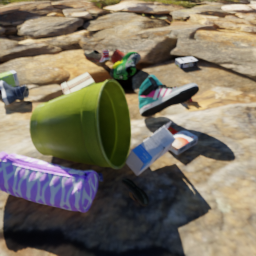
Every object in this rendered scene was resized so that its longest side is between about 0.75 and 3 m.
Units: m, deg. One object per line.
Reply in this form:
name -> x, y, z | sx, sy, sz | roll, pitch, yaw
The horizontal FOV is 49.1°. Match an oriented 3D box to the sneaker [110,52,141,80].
sneaker -> 0.065, -3.061, 14.176 | 0.979, 0.897, 2.298 | 24, 51, 19

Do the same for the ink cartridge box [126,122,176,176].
ink cartridge box -> 0.799, 0.617, 8.498 | 1.688, 0.979, 0.573 | -35, 73, -27

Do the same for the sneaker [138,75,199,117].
sneaker -> 1.403, -1.505, 10.903 | 2.402, 1.004, 1.450 | -23, 66, 12

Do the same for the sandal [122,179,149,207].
sandal -> 0.167, 1.800, 7.692 | 1.041, 0.284, 0.426 | 37, 25, 32

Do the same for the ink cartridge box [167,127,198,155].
ink cartridge box -> 1.611, 0.322, 9.802 | 1.045, 0.323, 1.288 | -25, 45, -32

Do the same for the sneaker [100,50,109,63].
sneaker -> -1.257, -3.813, 14.933 | 0.387, 0.611, 1.087 | -5, 4, -24

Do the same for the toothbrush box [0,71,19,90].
toothbrush box -> -5.611, -2.205, 13.014 | 0.893, 0.650, 0.384 | -28, 44, -32

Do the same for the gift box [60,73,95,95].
gift box -> -1.788, -1.240, 10.351 | 1.323, 1.417, 1.307 | -30, 30, -5

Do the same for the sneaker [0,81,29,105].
sneaker -> -4.939, -1.662, 12.221 | 1.116, 0.587, 1.545 | -23, 50, -13

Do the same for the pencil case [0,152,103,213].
pencil case -> -2.162, 1.433, 7.520 | 2.765, 1.182, 1.160 | 8, 41, 12

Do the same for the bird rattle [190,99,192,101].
bird rattle -> 2.444, -1.462, 12.198 | 0.873, 0.492, 0.712 | 2, 19, -3

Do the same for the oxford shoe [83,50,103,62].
oxford shoe -> -1.949, -4.185, 15.822 | 1.535, 0.574, 0.541 | 25, 43, 31

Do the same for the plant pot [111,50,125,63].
plant pot -> -0.403, -3.750, 15.159 | 0.737, 0.758, 0.758 | 31, 45, 24

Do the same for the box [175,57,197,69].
box -> 3.135, -3.530, 15.138 | 1.054, 0.317, 0.615 | -13, 38, -19

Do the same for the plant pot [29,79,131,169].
plant pot -> -1.504, -0.018, 8.651 | 2.531, 2.629, 2.629 | -5, 33, 20
